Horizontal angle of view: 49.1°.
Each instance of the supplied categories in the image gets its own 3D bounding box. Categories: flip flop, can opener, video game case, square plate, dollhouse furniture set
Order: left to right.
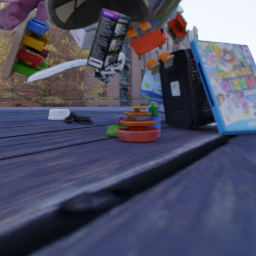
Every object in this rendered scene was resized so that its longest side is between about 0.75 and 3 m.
[{"bbox_3d":[-1.806,-1.558,7.454,1.358,0.193,1.345,-13,13,20],"label":"square plate"},{"bbox_3d":[-1.820,-0.302,10.552,1.375,0.541,0.436,8,-30,36],"label":"can opener"},{"bbox_3d":[-0.623,-2.896,6.477,2.976,1.207,0.857,-30,28,-34],"label":"flip flop"},{"bbox_3d":[0.580,-3.668,9.176,2.225,0.270,2.444,-23,-9,-30],"label":"video game case"},{"bbox_3d":[0.831,-2.508,7.779,1.532,1.549,0.798,-29,-13,-6],"label":"dollhouse furniture set"},{"bbox_3d":[2.952,-1.178,7.683,2.025,2.830,0.252,-2,-24,-23],"label":"video game case"}]

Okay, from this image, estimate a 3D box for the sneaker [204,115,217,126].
[{"bbox_3d":[2.748,-0.315,9.942,1.036,0.438,0.388,-1,5,-18],"label":"sneaker"}]

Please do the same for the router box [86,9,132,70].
[{"bbox_3d":[-0.361,-1.839,5.829,0.366,1.069,1.434,22,21,2],"label":"router box"}]

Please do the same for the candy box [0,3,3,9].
[{"bbox_3d":[-4.804,-3.496,9.436,0.334,1.294,2.532,14,47,-9],"label":"candy box"}]

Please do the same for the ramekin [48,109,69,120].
[{"bbox_3d":[-3.276,-0.656,13.357,1.043,0.486,1.043,-1,5,0],"label":"ramekin"}]

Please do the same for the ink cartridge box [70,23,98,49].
[{"bbox_3d":[-1.296,-3.787,9.330,0.781,1.353,1.865,-13,-32,-33],"label":"ink cartridge box"}]

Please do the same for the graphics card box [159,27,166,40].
[{"bbox_3d":[0.861,-3.688,11.095,1.167,0.732,0.297,-19,1,-17],"label":"graphics card box"}]

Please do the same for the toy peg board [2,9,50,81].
[{"bbox_3d":[-3.456,-3.039,10.446,1.189,2.421,2.431,22,20,-17],"label":"toy peg board"}]

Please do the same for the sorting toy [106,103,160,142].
[{"bbox_3d":[0.181,-0.179,6.442,1.173,0.801,1.951,-2,5,-17],"label":"sorting toy"}]

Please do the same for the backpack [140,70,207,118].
[{"bbox_3d":[1.745,-1.321,11.570,2.539,1.866,2.324,19,4,-6],"label":"backpack"}]

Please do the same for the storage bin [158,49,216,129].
[{"bbox_3d":[1.900,-1.231,8.817,1.089,2.324,1.571,-12,8,-23],"label":"storage bin"}]

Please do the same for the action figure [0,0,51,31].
[{"bbox_3d":[-2.522,-3.238,6.952,1.886,1.264,1.405,-16,-5,22],"label":"action figure"}]

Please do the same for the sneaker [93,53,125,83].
[{"bbox_3d":[-0.928,-2.664,12.097,1.052,0.645,1.616,7,-36,-41],"label":"sneaker"}]
